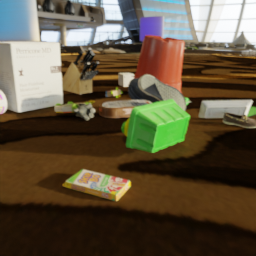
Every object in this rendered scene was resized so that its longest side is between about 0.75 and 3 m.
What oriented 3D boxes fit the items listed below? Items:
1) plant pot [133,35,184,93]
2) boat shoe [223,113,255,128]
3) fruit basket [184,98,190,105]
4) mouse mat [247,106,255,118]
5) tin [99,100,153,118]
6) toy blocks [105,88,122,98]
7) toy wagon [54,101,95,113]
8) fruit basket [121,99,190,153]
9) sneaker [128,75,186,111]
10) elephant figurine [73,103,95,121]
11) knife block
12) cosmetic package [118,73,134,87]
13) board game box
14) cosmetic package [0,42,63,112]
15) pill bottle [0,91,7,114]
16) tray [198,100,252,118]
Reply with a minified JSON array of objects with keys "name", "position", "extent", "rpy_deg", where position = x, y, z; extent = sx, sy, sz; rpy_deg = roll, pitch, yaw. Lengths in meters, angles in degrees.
[{"name":"plant pot","position":[1.774,-3.525,15.620],"extent":[2.991,2.908,2.991],"rpy_deg":[6,23,-3]},{"name":"boat shoe","position":[4.269,-0.305,10.588],"extent":[1.299,0.387,0.467],"rpy_deg":[12,32,25]},{"name":"fruit basket","position":[2.440,-1.208,13.473],"extent":[0.886,0.415,0.820],"rpy_deg":[-27,31,-32]},{"name":"mouse mat","position":[4.780,-0.773,12.558],"extent":[2.422,0.091,1.949],"rpy_deg":[-14,23,-32]},{"name":"tin","position":[-0.033,-0.861,12.251],"extent":[2.486,0.520,1.392],"rpy_deg":[-5,24,-14]},{"name":"toy blocks","position":[-0.902,-1.893,15.344],"extent":[0.710,0.519,1.039],"rpy_deg":[-2,14,32]},{"name":"toy wagon","position":[-2.260,-0.940,12.340],"extent":[1.860,0.368,1.443],"rpy_deg":[-12,14,-43]},{"name":"fruit basket","position":[0.598,-0.116,8.645],"extent":[2.070,1.493,2.070],"rpy_deg":[7,25,-3]},{"name":"sneaker","position":[1.162,-1.390,12.204],"extent":[2.560,0.973,1.850],"rpy_deg":[32,-13,-22]},{"name":"elephant figurine","position":[-1.821,-0.673,11.543],"extent":[0.746,0.817,1.054],"rpy_deg":[-40,20,-11]},{"name":"knife block","position":[-2.877,-3.309,16.132],"extent":[2.904,2.549,0.929],"rpy_deg":[18,25,42]},{"name":"cosmetic package","position":[-0.133,-3.177,18.472],"extent":[0.777,0.778,0.943],"rpy_deg":[-8,20,-19]},{"name":"board game box","position":[-0.745,1.278,6.430],"extent":[1.449,0.217,0.692],"rpy_deg":[6,19,25]},{"name":"cosmetic package","position":[-4.791,-2.514,13.148],"extent":[2.416,2.929,2.414],"rpy_deg":[17,24,40]},{"name":"pill bottle","position":[-6.121,-0.888,11.303],"extent":[1.105,1.105,2.120],"rpy_deg":[12,22,31]},{"name":"tray","position":[3.815,-0.673,11.063],"extent":[1.916,1.029,0.212],"rpy_deg":[-1,52,5]}]
